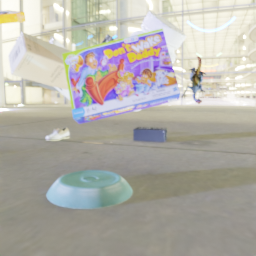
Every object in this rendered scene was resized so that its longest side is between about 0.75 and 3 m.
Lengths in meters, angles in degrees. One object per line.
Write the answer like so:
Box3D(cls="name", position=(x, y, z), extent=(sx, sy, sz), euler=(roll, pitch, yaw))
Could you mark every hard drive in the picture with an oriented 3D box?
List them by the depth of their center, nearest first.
Box3D(cls="hard drive", position=(-2.843, -2.566, 12.239), extent=(0.365, 2.736, 1.804), euler=(-29, -49, 22))

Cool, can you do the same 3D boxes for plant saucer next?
Box3D(cls="plant saucer", position=(-0.725, 1.098, 5.371), extent=(1.624, 0.292, 1.624), euler=(0, 7, 0))

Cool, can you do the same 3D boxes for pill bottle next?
Box3D(cls="pill bottle", position=(0.481, -2.027, 8.800), extent=(1.570, 2.776, 1.570), euler=(27, 27, -15))

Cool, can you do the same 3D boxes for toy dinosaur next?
Box3D(cls="toy dinosaur", position=(2.716, -1.653, 10.795), extent=(0.823, 1.568, 1.423), euler=(20, -25, 24))

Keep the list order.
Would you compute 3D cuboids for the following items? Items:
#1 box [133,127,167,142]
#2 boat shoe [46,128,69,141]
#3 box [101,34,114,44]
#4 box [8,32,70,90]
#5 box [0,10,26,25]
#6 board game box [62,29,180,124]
Box3D(cls="box", position=(0.913, 0.258, 11.430), extent=(1.275, 0.503, 0.900), euler=(2, 4, 13))
Box3D(cls="boat shoe", position=(-2.921, 0.264, 11.545), extent=(0.502, 0.460, 1.344), euler=(3, 7, 20))
Box3D(cls="box", position=(-1.086, -3.011, 11.016), extent=(0.345, 1.132, 1.404), euler=(35, -2, -12))
Box3D(cls="box", position=(-2.747, -2.237, 9.926), extent=(2.516, 0.978, 1.195), euler=(10, -42, -43))
Box3D(cls="box", position=(-3.961, -3.229, 8.227), extent=(0.928, 0.323, 1.559), euler=(22, 36, 33))
Box3D(cls="board game box", position=(-0.200, -1.272, 7.011), extent=(2.604, 1.751, 0.583), euler=(-14, -13, 2))
